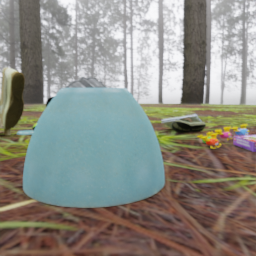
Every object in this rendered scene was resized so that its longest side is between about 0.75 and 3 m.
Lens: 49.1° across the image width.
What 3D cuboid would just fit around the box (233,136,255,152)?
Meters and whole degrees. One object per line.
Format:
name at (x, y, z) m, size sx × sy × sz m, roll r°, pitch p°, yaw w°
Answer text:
box at (4.730, 0.507, 9.588) m, size 1.771 × 0.346 × 1.212 m, roll -1°, pitch 7°, yaw -9°

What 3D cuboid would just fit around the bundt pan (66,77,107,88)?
bundt pan at (-1.471, -0.551, 10.461) m, size 0.960 × 2.557 × 2.557 m, roll 34°, pitch 26°, yaw 34°

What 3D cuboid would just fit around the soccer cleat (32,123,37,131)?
soccer cleat at (-3.658, 0.088, 12.723) m, size 1.578 × 0.533 × 0.639 m, roll 10°, pitch 38°, yaw 30°

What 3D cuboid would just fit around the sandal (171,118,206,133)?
sandal at (2.772, -0.147, 13.068) m, size 1.843 × 0.526 × 0.732 m, roll 3°, pitch -37°, yaw -29°

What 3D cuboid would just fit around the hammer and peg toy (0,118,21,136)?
hammer and peg toy at (-5.840, -0.040, 12.040) m, size 2.422 × 0.854 × 1.782 m, roll 5°, pitch 7°, yaw 32°

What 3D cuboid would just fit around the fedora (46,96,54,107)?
fedora at (-2.906, -0.503, 13.133) m, size 2.410 × 1.100 × 2.410 m, roll 11°, pitch -25°, yaw 5°

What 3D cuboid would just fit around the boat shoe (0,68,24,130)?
boat shoe at (-3.866, -0.924, 9.095) m, size 0.628 × 1.997 × 0.728 m, roll 24°, pitch 26°, yaw 20°

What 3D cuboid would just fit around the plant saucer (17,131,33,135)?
plant saucer at (-4.677, 0.214, 12.896) m, size 0.866 × 0.119 × 0.866 m, roll 0°, pitch 6°, yaw 0°

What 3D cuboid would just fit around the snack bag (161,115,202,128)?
snack bag at (2.694, -0.289, 13.854) m, size 1.740 × 0.186 × 1.641 m, roll -9°, pitch -14°, yaw 23°

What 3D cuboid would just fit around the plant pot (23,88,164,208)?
plant pot at (-0.701, 0.158, 5.934) m, size 2.945 × 1.983 × 2.945 m, roll 0°, pitch 7°, yaw 0°

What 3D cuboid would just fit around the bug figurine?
bug figurine at (3.354, 0.320, 10.027) m, size 1.779 × 0.458 × 1.380 m, roll -16°, pitch 2°, yaw -12°
